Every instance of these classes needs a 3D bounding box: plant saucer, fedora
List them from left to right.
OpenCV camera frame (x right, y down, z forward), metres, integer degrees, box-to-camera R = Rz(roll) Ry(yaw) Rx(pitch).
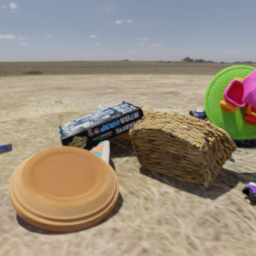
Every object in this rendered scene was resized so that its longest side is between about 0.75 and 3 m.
[{"bbox_3d":[-1.421,1.196,6.463,2.500,0.468,2.500,8,32,-5],"label":"plant saucer"},{"bbox_3d":[0.058,-0.082,11.713,2.006,0.818,2.006,-19,19,7],"label":"fedora"}]

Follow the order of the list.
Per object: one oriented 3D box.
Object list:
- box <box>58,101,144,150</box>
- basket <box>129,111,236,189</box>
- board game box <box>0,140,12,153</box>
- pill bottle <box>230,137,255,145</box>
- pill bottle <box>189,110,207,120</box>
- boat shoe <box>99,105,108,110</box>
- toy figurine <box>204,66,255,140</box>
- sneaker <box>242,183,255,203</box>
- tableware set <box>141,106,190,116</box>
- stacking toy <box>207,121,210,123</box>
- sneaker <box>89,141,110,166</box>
[{"bbox_3d":[-1.088,-0.097,10.476,2.989,0.688,2.376,-23,16,-11],"label":"box"},{"bbox_3d":[1.551,0.233,8.110,2.527,1.804,1.883,14,42,42],"label":"basket"},{"bbox_3d":[-4.757,0.711,10.214,0.898,0.277,0.899,-10,17,-34],"label":"board game box"},{"bbox_3d":[4.539,-0.784,10.964,1.493,2.670,1.493,2,8,0],"label":"pill bottle"},{"bbox_3d":[3.786,-0.674,14.887,1.014,0.567,0.567,-2,15,-8],"label":"pill bottle"},{"bbox_3d":[-0.122,-0.681,14.102,2.985,0.976,1.098,3,15,10],"label":"boat shoe"},{"bbox_3d":[3.429,-0.555,6.629,2.766,2.077,2.546,32,0,2],"label":"toy figurine"},{"bbox_3d":[3.082,1.656,6.583,0.461,0.322,0.926,-13,23,-25],"label":"sneaker"},{"bbox_3d":[1.759,-0.664,12.609,2.117,0.294,2.534,8,9,-18],"label":"tableware set"},{"bbox_3d":[2.325,0.514,9.712,2.163,1.187,1.255,-17,45,-2],"label":"stacking toy"},{"bbox_3d":[-0.985,0.915,8.490,0.866,0.774,2.168,-4,11,-3],"label":"sneaker"}]
